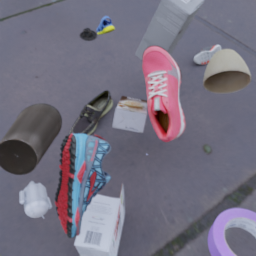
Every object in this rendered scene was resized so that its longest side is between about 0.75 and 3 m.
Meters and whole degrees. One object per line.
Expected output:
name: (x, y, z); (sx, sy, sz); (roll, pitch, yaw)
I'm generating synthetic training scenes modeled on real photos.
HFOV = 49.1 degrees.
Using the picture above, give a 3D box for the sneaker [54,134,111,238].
sneaker: (-0.824, 1.231, 5.719); (1.081, 2.262, 0.897); (0, 20, -31)

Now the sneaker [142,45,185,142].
sneaker: (1.023, -0.956, 8.137); (1.073, 2.912, 1.263); (-10, 11, 24)

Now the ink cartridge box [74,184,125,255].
ink cartridge box: (-0.663, 2.692, 7.695); (0.864, 2.060, 1.809); (9, 52, 7)

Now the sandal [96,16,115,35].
sandal: (-0.727, -3.176, 8.722); (0.413, 0.452, 1.039); (-22, 17, -22)

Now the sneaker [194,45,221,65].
sneaker: (3.734, -3.558, 13.618); (1.678, 0.646, 0.687); (-26, 34, -23)

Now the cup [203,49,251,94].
cup: (3.106, -1.871, 8.942); (1.433, 1.433, 1.025); (3, 68, 2)

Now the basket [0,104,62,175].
basket: (-2.638, 0.320, 7.420); (1.627, 1.227, 1.804); (-41, 19, 16)

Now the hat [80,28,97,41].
hat: (-2.112, -5.033, 14.795); (0.945, 0.381, 0.945); (0, 51, 0)

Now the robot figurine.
robot figurine: (-2.334, 1.834, 7.078); (0.872, 0.580, 1.028); (23, 23, -37)

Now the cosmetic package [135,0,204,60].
cosmetic package: (1.429, -3.585, 10.215); (1.208, 2.679, 1.431); (35, 54, 5)

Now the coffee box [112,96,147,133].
coffee box: (0.094, -0.470, 8.915); (0.941, 0.656, 1.646); (11, 19, 0)

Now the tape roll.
tape roll: (2.659, 2.663, 6.447); (1.529, 0.502, 1.529); (2, 45, -2)

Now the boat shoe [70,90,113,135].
boat shoe: (-1.480, -0.581, 11.041); (0.911, 0.806, 2.488); (22, 55, 16)
